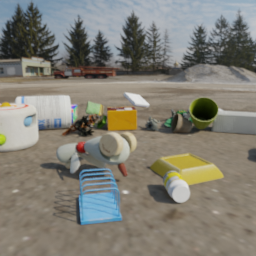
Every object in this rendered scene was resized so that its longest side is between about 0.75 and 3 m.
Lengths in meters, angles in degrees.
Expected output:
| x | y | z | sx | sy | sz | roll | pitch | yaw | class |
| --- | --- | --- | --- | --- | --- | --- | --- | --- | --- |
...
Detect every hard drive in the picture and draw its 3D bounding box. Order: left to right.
| x | y | z | sx | sy | sz | roll | pitch | yaw | class |
| --- | --- | --- | --- | --- | --- | --- | --- | --- | --- |
| 0.463 | -1.537 | 15.488 | 0.954 | 0.183 | 1.446 | 47 | 24 | 25 | hard drive |

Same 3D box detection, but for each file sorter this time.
| x | y | z | sx | sy | sz | roll | pitch | yaw | class |
| --- | --- | --- | --- | --- | --- | --- | --- | --- | --- |
| -0.623 | 1.380 | 5.868 | 0.790 | 0.698 | 1.138 | -2 | 12 | -11 | file sorter |

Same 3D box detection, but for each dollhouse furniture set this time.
| x | y | z | sx | sy | sz | roll | pitch | yaw | class |
| --- | --- | --- | --- | --- | --- | --- | --- | --- | --- |
| -1.532 | -0.754 | 13.425 | 0.868 | 1.325 | 0.665 | 16 | -31 | -24 | dollhouse furniture set |

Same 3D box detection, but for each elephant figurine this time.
| x | y | z | sx | sy | sz | roll | pitch | yaw | class |
| --- | --- | --- | --- | --- | --- | --- | --- | --- | --- |
| 1.210 | -0.213 | 13.239 | 0.604 | 0.662 | 0.853 | -19 | 9 | 33 | elephant figurine |

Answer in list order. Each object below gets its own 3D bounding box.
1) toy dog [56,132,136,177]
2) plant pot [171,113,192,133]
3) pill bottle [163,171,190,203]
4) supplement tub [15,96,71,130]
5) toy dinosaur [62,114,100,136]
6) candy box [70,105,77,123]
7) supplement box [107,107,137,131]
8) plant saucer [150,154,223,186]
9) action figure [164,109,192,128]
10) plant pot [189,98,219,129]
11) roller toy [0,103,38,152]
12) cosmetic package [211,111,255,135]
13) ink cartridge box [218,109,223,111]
| x | y | z | sx | sy | sz | roll | pitch | yaw | class |
| --- | --- | --- | --- | --- | --- | --- | --- | --- | --- |
| -0.821 | 0.852 | 7.674 | 1.606 | 1.173 | 2.435 | -6 | -8 | -41 | toy dog |
| 2.450 | -0.144 | 12.674 | 0.769 | 0.886 | 0.886 | 14 | 10 | -9 | plant pot |
| 1.109 | 1.356 | 6.460 | 0.477 | 0.477 | 0.835 | -1 | 12 | -5 | pill bottle |
| -3.991 | -0.720 | 13.262 | 2.425 | 1.600 | 1.600 | -4 | 13 | -16 | supplement tub |
| -2.010 | -0.068 | 12.333 | 1.765 | 0.901 | 1.198 | -48 | 23 | -9 | toy dinosaur |
| -3.772 | -0.788 | 15.362 | 1.768 | 0.806 | 2.092 | 0 | 13 | -5 | candy box |
| -0.331 | -0.481 | 13.648 | 1.374 | 0.925 | 1.393 | -2 | 12 | -4 | supplement box |
| 1.616 | 1.096 | 7.909 | 1.530 | 0.371 | 1.530 | -6 | 13 | -24 | plant saucer |
| 2.815 | -0.621 | 14.900 | 1.729 | 0.800 | 2.927 | -1 | 9 | 9 | action figure |
| 3.338 | -0.500 | 12.653 | 1.233 | 1.233 | 1.318 | 2 | -28 | 8 | plant pot |
| -4.547 | -0.139 | 10.533 | 2.133 | 1.634 | 2.338 | -9 | 16 | -36 | roller toy |
| 4.994 | -0.262 | 12.863 | 2.100 | 0.947 | 1.122 | 8 | 14 | 20 | cosmetic package |
| 4.373 | -0.727 | 15.497 | 1.494 | 0.632 | 1.080 | -2 | 13 | 0 | ink cartridge box |
